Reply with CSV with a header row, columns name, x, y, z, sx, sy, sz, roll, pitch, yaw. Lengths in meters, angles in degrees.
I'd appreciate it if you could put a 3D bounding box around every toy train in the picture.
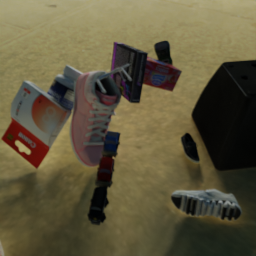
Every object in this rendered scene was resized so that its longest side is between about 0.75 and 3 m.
name,x,y,z,sx,sy,sz,roll,pitch,yaw
toy train,-0.474,0.871,5.777,0.376,0.505,2.204,6,49,3

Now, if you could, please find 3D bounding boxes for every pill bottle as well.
name,x,y,z,sx,sy,sz,roll,pitch,yaw
pill bottle,-1.942,-1.038,8.467,0.883,1.592,0.883,29,6,-4

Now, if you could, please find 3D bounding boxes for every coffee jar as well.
name,x,y,z,sx,sy,sz,roll,pitch,yaw
coffee jar,1.213,-2.441,9.532,0.529,1.014,0.433,-13,55,8

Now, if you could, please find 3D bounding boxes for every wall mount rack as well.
name,x,y,z,sx,sy,sz,roll,pitch,yaw
wall mount rack,-0.373,-1.142,6.692,1.127,0.420,0.979,-27,9,-4

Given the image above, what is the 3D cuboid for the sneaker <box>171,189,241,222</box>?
name,x,y,z,sx,sy,sz,roll,pitch,yaw
sneaker,1.915,1.836,7.020,1.685,0.633,0.683,10,33,5

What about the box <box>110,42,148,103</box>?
name,x,y,z,sx,sy,sz,roll,pitch,yaw
box,-0.056,-1.580,7.774,0.334,1.322,1.849,0,23,-22

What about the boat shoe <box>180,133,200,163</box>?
name,x,y,z,sx,sy,sz,roll,pitch,yaw
boat shoe,1.868,0.583,8.388,0.408,0.340,1.093,4,43,-19

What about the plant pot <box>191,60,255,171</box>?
name,x,y,z,sx,sy,sz,roll,pitch,yaw
plant pot,3.623,-0.575,8.246,2.593,2.306,2.599,-5,43,-6

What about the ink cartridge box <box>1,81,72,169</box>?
name,x,y,z,sx,sy,sz,roll,pitch,yaw
ink cartridge box,-2.756,-0.076,7.916,1.620,0.501,1.997,35,96,15

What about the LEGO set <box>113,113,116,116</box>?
name,x,y,z,sx,sy,sz,roll,pitch,yaw
LEGO set,-1.265,-1.137,9.682,1.403,0.461,1.879,28,23,-34

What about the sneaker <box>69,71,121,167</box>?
name,x,y,z,sx,sy,sz,roll,pitch,yaw
sneaker,-0.877,-0.262,7.587,1.020,2.709,1.416,1,-4,-34

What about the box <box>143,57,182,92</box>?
name,x,y,z,sx,sy,sz,roll,pitch,yaw
box,0.836,-1.782,9.071,1.567,0.781,0.748,10,24,-31

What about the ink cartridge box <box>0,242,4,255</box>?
name,x,y,z,sx,sy,sz,roll,pitch,yaw
ink cartridge box,-3.188,2.803,5.286,1.199,1.231,1.915,3,39,-11
